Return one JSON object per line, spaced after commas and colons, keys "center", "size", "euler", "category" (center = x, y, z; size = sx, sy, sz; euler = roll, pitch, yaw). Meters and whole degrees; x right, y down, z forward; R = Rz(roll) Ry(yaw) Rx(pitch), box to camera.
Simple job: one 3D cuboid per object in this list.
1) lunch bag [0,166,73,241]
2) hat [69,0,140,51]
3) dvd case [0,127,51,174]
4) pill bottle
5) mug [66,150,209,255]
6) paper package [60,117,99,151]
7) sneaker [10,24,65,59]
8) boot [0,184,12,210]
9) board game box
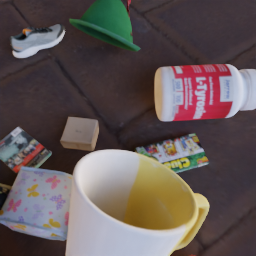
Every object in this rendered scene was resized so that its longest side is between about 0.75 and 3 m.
{"center": [-1.760, 1.665, 6.082], "size": [1.542, 0.980, 1.307], "euler": [3, 56, 16], "category": "lunch bag"}
{"center": [-0.339, -3.823, 8.378], "size": [2.219, 2.358, 2.679], "euler": [18, 10, -31], "category": "hat"}
{"center": [-2.762, 0.622, 7.238], "size": [1.290, 0.142, 0.942], "euler": [34, 63, 18], "category": "dvd case"}
{"center": [2.055, -0.951, 7.463], "size": [2.558, 1.436, 1.436], "euler": [-4, 57, -2], "category": "pill bottle"}
{"center": [0.086, 1.956, 5.062], "size": [2.660, 2.183, 2.130], "euler": [19, 22, 1], "category": "mug"}
{"center": [-1.248, 0.151, 7.368], "size": [0.825, 0.427, 0.786], "euler": [7, 58, 5], "category": "paper package"}
{"center": [-2.922, -2.974, 9.138], "size": [1.917, 0.760, 0.708], "euler": [-35, 52, -22], "category": "sneaker"}
{"center": [-3.432, 1.491, 5.917], "size": [1.782, 1.346, 0.643], "euler": [8, 91, 4], "category": "boot"}
{"center": [1.096, 0.719, 7.074], "size": [1.681, 0.197, 0.881], "euler": [-13, 64, -12], "category": "board game box"}
